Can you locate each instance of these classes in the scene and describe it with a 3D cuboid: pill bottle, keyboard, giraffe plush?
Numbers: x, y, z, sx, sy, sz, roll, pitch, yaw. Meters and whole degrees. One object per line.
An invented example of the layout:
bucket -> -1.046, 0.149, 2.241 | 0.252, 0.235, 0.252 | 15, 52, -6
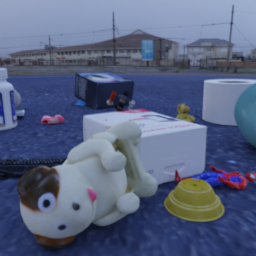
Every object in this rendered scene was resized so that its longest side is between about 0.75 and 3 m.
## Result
pill bottle -> -5.000, -1.086, 10.554 | 1.334, 2.229, 1.334 | 0, 14, 0
keyboard -> -2.397, 0.916, 6.670 | 1.914, 0.197, 1.216 | -2, 14, -3
giraffe plush -> 2.335, -0.626, 11.788 | 0.940, 0.762, 0.811 | 1, 14, 4

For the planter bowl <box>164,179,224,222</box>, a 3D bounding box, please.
planter bowl -> 1.179, 1.193, 4.992 | 1.054, 0.439, 1.054 | 1, 13, 0

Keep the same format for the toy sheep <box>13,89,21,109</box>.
toy sheep -> -6.102, -1.421, 14.010 | 1.400, 1.400, 2.031 | 1, 11, 4

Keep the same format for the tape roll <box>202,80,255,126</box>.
tape roll -> 4.461, -1.155, 11.992 | 2.461, 1.690, 2.461 | 0, 14, 0

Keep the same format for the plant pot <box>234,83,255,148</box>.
plant pot -> 4.078, -0.191, 7.776 | 2.007, 2.007, 1.611 | 3, 24, 14

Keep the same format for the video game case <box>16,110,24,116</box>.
video game case -> -5.557, -0.653, 12.740 | 1.553, 0.188, 1.704 | -4, 7, -19

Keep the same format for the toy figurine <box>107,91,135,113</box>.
toy figurine -> -0.312, -1.044, 12.173 | 1.018, 0.719, 1.034 | -11, 54, -38

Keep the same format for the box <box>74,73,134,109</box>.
box -> -1.375, -2.226, 16.087 | 2.493, 1.536, 2.473 | -10, 27, -37

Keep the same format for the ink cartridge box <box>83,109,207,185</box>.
ink cartridge box -> 0.293, 0.333, 7.005 | 2.002, 1.161, 2.712 | -8, 14, -31

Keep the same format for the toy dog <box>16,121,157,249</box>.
toy dog -> -0.735, 0.845, 4.423 | 2.030, 1.461, 2.094 | -3, 13, 25

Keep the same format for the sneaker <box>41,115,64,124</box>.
sneaker -> -3.086, -0.269, 11.421 | 0.976, 0.360, 0.423 | -3, 26, 7

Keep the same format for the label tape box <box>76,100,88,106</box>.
label tape box -> -2.594, -1.531, 16.517 | 0.645, 0.298, 0.900 | 13, 17, 38

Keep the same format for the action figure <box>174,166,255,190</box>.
action figure -> 1.822, 1.036, 5.735 | 1.654, 0.427, 0.541 | 1, 17, -6
